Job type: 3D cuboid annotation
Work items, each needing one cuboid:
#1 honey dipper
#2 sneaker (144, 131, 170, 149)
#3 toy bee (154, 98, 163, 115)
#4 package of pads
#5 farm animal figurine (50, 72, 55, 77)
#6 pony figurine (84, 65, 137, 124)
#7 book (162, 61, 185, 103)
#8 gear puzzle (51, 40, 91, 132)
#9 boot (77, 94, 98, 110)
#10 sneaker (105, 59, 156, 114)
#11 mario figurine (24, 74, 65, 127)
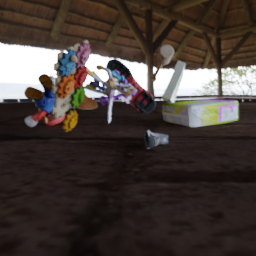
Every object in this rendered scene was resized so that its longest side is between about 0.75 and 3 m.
[{"bbox_3d":[1.342,-2.599,11.982,0.564,0.564,2.970,-1,-11,-5],"label":"honey dipper"},{"bbox_3d":[0.742,0.272,6.985,0.657,0.427,1.137,2,6,1],"label":"sneaker"},{"bbox_3d":[2.158,-0.828,14.560,1.123,0.933,1.716,-18,44,-14],"label":"toy bee"},{"bbox_3d":[3.141,-0.679,12.113,2.710,0.924,2.094,-8,11,-24],"label":"package of pads"},{"bbox_3d":[-2.908,-1.477,11.443,1.370,0.723,1.386,22,40,-22],"label":"farm animal figurine"},{"bbox_3d":[-0.586,-1.223,9.341,1.820,1.516,1.757,30,-26,10],"label":"pony figurine"},{"bbox_3d":[2.233,-2.162,13.718,0.635,1.766,2.643,24,6,9],"label":"book"},{"bbox_3d":[-1.626,-0.981,8.238,0.385,2.938,1.522,25,39,14],"label":"gear puzzle"},{"bbox_3d":[-2.176,-1.792,12.203,2.102,1.632,0.806,22,28,1],"label":"boot"},{"bbox_3d":[0.014,-1.681,11.511,0.934,2.643,1.291,-43,10,-1],"label":"sneaker"},{"bbox_3d":[-3.114,-0.944,10.035,1.526,1.310,2.472,-16,-22,-12],"label":"mario figurine"}]
